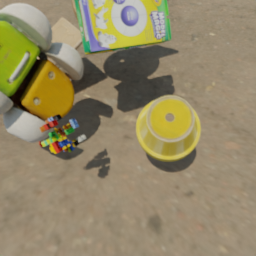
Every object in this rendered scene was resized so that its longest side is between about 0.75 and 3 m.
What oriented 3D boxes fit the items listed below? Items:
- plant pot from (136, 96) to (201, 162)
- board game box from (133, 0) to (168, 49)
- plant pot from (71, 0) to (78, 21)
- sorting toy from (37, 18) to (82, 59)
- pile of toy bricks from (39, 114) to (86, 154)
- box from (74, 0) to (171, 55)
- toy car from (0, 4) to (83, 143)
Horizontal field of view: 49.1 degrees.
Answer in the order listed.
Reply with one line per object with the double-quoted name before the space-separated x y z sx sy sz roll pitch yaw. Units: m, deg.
"plant pot" 0.947 -0.059 6.548 1.584 1.490 1.584 -1 77 5
"board game box" 0.378 -4.479 10.568 1.474 2.863 0.278 29 43 -14
"plant pot" -0.644 -4.078 9.702 2.672 1.233 2.672 2 83 -16
"sorting toy" -2.596 -2.852 10.103 2.045 0.403 2.210 -46 50 2
"pile of toy bricks" -1.515 0.210 5.880 0.711 0.799 1.439 -26 2 10
"box" 0.040 -2.808 7.142 2.576 1.511 0.623 -16 14 -24
"toy car" -2.752 -1.295 6.815 2.226 2.969 2.598 16 73 35
